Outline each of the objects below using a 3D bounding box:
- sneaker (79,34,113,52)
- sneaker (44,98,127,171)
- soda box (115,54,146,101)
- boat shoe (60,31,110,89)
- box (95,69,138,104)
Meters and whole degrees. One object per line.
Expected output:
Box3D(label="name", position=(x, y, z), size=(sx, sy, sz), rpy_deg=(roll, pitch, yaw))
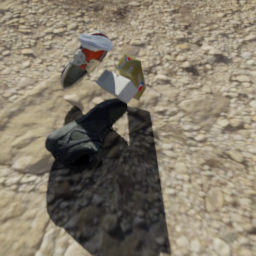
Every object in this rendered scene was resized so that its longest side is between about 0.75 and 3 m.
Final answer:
Box3D(label="sneaker", position=(-0.934, -2.488, 8.373), size=(1.126, 0.399, 0.411), rpy_deg=(24, 65, 19))
Box3D(label="sneaker", position=(-0.875, 0.253, 8.437), size=(2.859, 1.093, 1.638), rpy_deg=(-35, 60, -25))
Box3D(label="soda box", position=(0.133, -1.630, 9.323), size=(0.622, 1.836, 0.588), rpy_deg=(29, 78, 18))
Box3D(label="boat shoe", position=(-1.493, -2.173, 9.330), size=(0.910, 2.558, 0.800), rpy_deg=(34, 48, -25))
Box3D(label="box", position=(-0.375, -1.300, 8.650), size=(0.601, 0.500, 1.462), rpy_deg=(-51, 42, -1))
